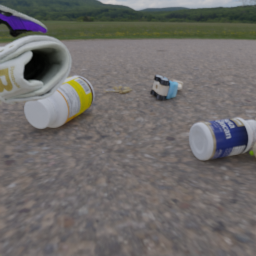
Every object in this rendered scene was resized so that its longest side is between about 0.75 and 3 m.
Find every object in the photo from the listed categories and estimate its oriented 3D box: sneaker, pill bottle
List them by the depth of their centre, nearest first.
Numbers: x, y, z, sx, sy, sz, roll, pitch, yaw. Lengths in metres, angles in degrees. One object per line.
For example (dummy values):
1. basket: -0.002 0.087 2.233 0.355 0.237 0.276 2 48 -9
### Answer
1. sneaker: -1.451 -0.414 2.561 1.156 0.737 2.000 0 28 40
2. pill bottle: 2.785 0.265 7.909 1.877 1.043 1.043 -8 24 -18
3. sneaker: -3.702 -3.493 9.669 1.691 0.841 0.588 17 14 -26
4. pill bottle: -2.459 -0.932 10.232 1.458 1.458 2.669 10 26 22

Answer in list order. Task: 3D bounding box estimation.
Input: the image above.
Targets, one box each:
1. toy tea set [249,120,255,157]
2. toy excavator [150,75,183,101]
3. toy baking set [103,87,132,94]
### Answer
1. toy tea set: 3.856 0.186 8.097 0.824 1.324 2.227 -16 2 25
2. toy excavator: 2.055 -1.948 13.605 1.941 0.970 1.888 6 22 -20
3. toy baking set: -0.527 -1.888 14.239 1.082 0.164 1.410 14 26 36
